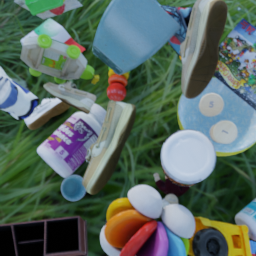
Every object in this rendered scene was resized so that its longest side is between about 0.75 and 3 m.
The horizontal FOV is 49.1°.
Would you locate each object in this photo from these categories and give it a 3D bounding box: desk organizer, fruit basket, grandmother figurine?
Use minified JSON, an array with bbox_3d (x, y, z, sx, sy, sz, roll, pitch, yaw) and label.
[{"bbox_3d":[-2.774,3.345,8.248,2.990,1.151,1.072,-6,63,-3],"label":"desk organizer"},{"bbox_3d":[-2.241,-3.626,8.034,1.406,1.518,0.712,-12,94,15],"label":"fruit basket"},{"bbox_3d":[1.494,1.773,9.360,1.311,0.655,2.162,5,60,14],"label":"grandmother figurine"}]

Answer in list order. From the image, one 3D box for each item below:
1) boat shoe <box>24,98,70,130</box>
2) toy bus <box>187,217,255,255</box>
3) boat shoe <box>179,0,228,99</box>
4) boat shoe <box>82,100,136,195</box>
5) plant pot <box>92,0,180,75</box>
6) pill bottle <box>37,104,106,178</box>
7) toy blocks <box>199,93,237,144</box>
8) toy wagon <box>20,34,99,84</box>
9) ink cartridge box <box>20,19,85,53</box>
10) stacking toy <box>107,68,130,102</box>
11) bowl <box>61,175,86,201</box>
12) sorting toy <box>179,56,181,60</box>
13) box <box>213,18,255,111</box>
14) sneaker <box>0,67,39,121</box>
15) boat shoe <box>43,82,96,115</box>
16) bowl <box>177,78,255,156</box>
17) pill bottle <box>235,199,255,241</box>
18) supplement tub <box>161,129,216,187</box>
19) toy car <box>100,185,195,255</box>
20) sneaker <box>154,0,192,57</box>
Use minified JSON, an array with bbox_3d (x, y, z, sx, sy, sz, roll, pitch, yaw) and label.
[{"bbox_3d":[-3.000,-0.801,10.582,2.090,0.740,0.724,-35,69,-15],"label":"boat shoe"},{"bbox_3d":[2.680,3.933,7.816,2.505,1.770,2.609,9,65,-14],"label":"toy bus"},{"bbox_3d":[2.045,-2.279,8.281,1.025,2.842,0.923,-9,30,-32],"label":"boat shoe"},{"bbox_3d":[-0.631,0.428,7.640,0.896,1.039,2.849,17,62,12],"label":"boat shoe"},{"bbox_3d":[-0.021,-2.933,9.133,2.107,2.112,2.152,39,88,-10],"label":"plant pot"},{"bbox_3d":[-1.730,0.364,9.619,1.417,1.417,2.523,36,68,17],"label":"pill bottle"},{"bbox_3d":[1.952,-0.176,6.271,0.484,1.333,1.111,-25,83,10],"label":"toy blocks"},{"bbox_3d":[-1.947,-1.902,8.309,2.311,1.793,0.457,16,67,-21],"label":"toy wagon"},{"bbox_3d":[-3.257,-3.603,12.138,2.181,0.546,1.755,36,69,18],"label":"ink cartridge box"},{"bbox_3d":[-0.393,-2.315,11.218,1.169,1.169,2.739,6,68,3],"label":"stacking toy"},{"bbox_3d":[-1.853,1.977,9.244,0.838,0.438,0.838,5,79,-28],"label":"bowl"},{"bbox_3d":[3.075,-3.237,12.092,1.745,0.238,0.982,-19,65,-9],"label":"sorting toy"},{"bbox_3d":[3.792,-1.707,8.297,2.579,0.486,1.762,44,113,15],"label":"box"},{"bbox_3d":[-3.145,-0.834,7.252,0.934,1.335,2.311,-50,49,-5],"label":"sneaker"},{"bbox_3d":[-1.712,-1.012,8.212,1.883,0.679,0.612,27,84,31],"label":"boat shoe"},{"bbox_3d":[3.037,-0.174,9.816,2.844,1.530,2.844,-1,63,1],"label":"bowl"},{"bbox_3d":[4.227,2.653,8.733,1.643,0.910,0.910,-33,68,-15],"label":"pill bottle"},{"bbox_3d":[1.458,0.844,7.104,1.234,2.014,1.234,-2,75,8],"label":"supplement tub"},{"bbox_3d":[0.406,2.415,6.010,2.041,1.530,1.786,32,103,-3],"label":"toy car"},{"bbox_3d":[1.703,-3.855,9.927,2.798,1.336,1.109,47,42,2],"label":"sneaker"}]
